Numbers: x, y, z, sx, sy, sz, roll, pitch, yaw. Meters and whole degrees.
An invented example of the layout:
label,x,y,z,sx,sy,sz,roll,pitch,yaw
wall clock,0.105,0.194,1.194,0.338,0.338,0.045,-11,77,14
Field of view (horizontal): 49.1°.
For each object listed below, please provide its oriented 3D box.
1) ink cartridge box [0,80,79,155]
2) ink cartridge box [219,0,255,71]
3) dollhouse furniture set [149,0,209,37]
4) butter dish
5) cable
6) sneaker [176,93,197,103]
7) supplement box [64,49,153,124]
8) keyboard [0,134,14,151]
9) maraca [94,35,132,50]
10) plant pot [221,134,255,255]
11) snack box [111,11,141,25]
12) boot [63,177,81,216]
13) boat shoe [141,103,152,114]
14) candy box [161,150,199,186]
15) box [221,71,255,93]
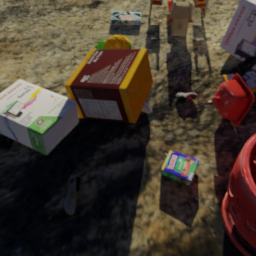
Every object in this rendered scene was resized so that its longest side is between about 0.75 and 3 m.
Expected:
label,x,y,z,sx,sy,sz,roll,pitch,yaw
ink cartridge box,-3.227,-0.434,9.430,2.502,1.051,1.812,22,48,17
ink cartridge box,5.518,-3.563,11.237,1.284,2.213,2.999,-17,50,-35
dollhouse furniture set,2.498,-5.890,14.046,2.908,1.498,2.876,4,40,2
butter dish,3.385,-0.941,9.606,1.046,1.415,1.411,-2,48,-15
cable,4.742,-1.788,10.301,1.679,0.523,2.058,12,77,25
sneaker,2.218,-1.122,10.590,0.805,0.297,0.352,2,51,6
supplement box,-0.577,-1.535,9.841,2.249,1.493,2.218,6,49,22
keyboard,-4.091,0.369,9.471,0.537,0.115,0.895,11,50,1
maraca,-0.647,-3.525,12.218,1.615,0.864,1.107,-10,60,-2
plant pot,3.752,1.769,6.695,2.828,2.575,2.828,0,51,0
snack box,-0.095,-5.605,14.302,1.515,0.281,0.880,3,50,2
boot,-1.536,1.884,7.822,0.329,0.636,0.973,17,46,-23
boat shoe,0.294,-0.806,10.233,1.240,0.446,0.407,33,62,26
candy box,1.582,1.208,8.575,0.953,0.367,0.806,18,55,19
box,4.621,-1.786,11.129,1.566,0.325,0.932,-7,50,-9
